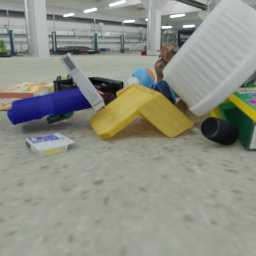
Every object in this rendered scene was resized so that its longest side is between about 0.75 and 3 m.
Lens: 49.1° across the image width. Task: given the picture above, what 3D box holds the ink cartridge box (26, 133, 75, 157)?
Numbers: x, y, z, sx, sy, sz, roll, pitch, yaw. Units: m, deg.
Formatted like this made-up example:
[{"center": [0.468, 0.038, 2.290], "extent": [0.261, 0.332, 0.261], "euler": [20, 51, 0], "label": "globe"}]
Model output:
[{"center": [-1.834, 0.381, 6.606], "extent": [0.878, 0.206, 0.868], "euler": [-9, 20, -37], "label": "ink cartridge box"}]

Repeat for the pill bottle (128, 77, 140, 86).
[{"center": [0.271, -1.829, 11.927], "extent": [0.473, 0.473, 0.836], "euler": [4, -11, 13], "label": "pill bottle"}]

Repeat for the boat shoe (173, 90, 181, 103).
[{"center": [2.222, -1.384, 11.285], "extent": [0.792, 0.750, 2.264], "euler": [-4, 17, -18], "label": "boat shoe"}]

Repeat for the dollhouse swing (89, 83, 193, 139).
[{"center": [0.277, -0.146, 7.984], "extent": [1.904, 1.842, 2.095], "euler": [39, 1, -25], "label": "dollhouse swing"}]

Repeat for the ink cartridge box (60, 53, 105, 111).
[{"center": [-1.096, -1.057, 7.011], "extent": [0.304, 1.394, 1.210], "euler": [-35, -4, -5], "label": "ink cartridge box"}]

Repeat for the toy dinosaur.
[{"center": [1.538, -2.495, 10.958], "extent": [1.631, 1.033, 2.407], "euler": [25, -29, -22], "label": "toy dinosaur"}]

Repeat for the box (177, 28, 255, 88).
[{"center": [3.672, -2.668, 11.687], "extent": [2.858, 2.906, 1.706], "euler": [13, 26, 37], "label": "box"}]

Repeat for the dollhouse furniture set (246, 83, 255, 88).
[{"center": [4.471, -1.052, 9.794], "extent": [0.410, 1.061, 0.530], "euler": [-44, 22, 7], "label": "dollhouse furniture set"}]

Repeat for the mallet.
[{"center": [2.036, -0.704, 7.265], "extent": [0.891, 0.557, 2.704], "euler": [24, 39, -32], "label": "mallet"}]

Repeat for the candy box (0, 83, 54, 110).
[{"center": [-3.919, -1.303, 11.133], "extent": [1.468, 0.703, 2.543], "euler": [1, 17, 5], "label": "candy box"}]

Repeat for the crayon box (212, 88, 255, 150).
[{"center": [3.927, -0.347, 7.343], "extent": [2.710, 0.790, 2.338], "euler": [-1, 25, -5], "label": "crayon box"}]

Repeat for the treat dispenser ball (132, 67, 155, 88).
[{"center": [0.745, -2.451, 14.109], "extent": [1.180, 1.180, 1.180], "euler": [0, 17, 0], "label": "treat dispenser ball"}]

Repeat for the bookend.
[{"center": [-1.572, -1.388, 11.040], "extent": [2.031, 0.935, 2.018], "euler": [-13, 22, -36], "label": "bookend"}]

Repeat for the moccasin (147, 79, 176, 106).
[{"center": [1.067, -1.044, 9.979], "extent": [0.988, 1.166, 2.897], "euler": [-15, 3, 2], "label": "moccasin"}]

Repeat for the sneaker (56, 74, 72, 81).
[{"center": [-2.505, -2.122, 13.424], "extent": [1.063, 1.034, 2.669], "euler": [-3, 15, -39], "label": "sneaker"}]

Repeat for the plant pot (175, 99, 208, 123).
[{"center": [1.952, -0.454, 8.518], "extent": [0.847, 0.793, 0.793], "euler": [6, 14, -20], "label": "plant pot"}]

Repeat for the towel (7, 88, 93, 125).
[{"center": [-2.180, -0.628, 8.190], "extent": [2.412, 0.597, 1.781], "euler": [-14, 20, -13], "label": "towel"}]

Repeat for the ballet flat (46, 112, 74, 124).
[{"center": [-2.101, -0.322, 8.631], "extent": [0.342, 0.342, 0.936], "euler": [15, 26, 40], "label": "ballet flat"}]

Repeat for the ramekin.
[{"center": [2.207, -1.863, 7.199], "extent": [1.523, 2.901, 2.901], "euler": [41, 22, -1], "label": "ramekin"}]

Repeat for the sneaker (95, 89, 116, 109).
[{"center": [-0.796, -0.918, 9.904], "extent": [1.664, 0.613, 0.722], "euler": [30, -5, 33], "label": "sneaker"}]
